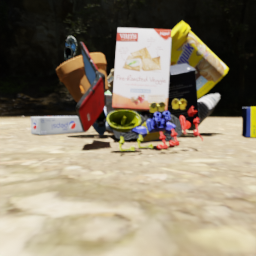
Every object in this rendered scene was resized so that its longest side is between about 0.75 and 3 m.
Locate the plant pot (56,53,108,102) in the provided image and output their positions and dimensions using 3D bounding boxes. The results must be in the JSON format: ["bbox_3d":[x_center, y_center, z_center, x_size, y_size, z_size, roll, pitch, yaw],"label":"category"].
[{"bbox_3d":[-1.475,-1.687,9.883,1.779,1.245,1.779,-21,1,0],"label":"plant pot"}]

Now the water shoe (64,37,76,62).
[{"bbox_3d":[-2.558,-3.523,12.400,0.457,1.280,0.505,1,-13,-1],"label":"water shoe"}]

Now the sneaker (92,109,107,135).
[{"bbox_3d":[-1.019,-0.263,9.763,0.566,1.441,0.643,-15,42,-10],"label":"sneaker"}]

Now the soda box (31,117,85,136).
[{"bbox_3d":[-2.912,-0.111,11.864,0.774,0.719,2.268,3,5,43],"label":"soda box"}]

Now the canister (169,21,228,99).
[{"bbox_3d":[2.370,-2.553,10.978,2.541,1.887,1.100,39,23,-13],"label":"canister"}]

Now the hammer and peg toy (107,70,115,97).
[{"bbox_3d":[-0.478,-1.669,10.792,0.810,1.102,0.388,-34,23,7],"label":"hammer and peg toy"}]

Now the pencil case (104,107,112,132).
[{"bbox_3d":[-0.907,-0.462,13.794,1.308,1.199,2.884,11,0,-21],"label":"pencil case"}]

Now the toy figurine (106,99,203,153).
[{"bbox_3d":[0.542,0.212,7.038,2.271,1.198,1.360,-9,-23,-18],"label":"toy figurine"}]

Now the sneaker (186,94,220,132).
[{"bbox_3d":[2.919,-0.589,11.393,1.015,0.925,2.475,-33,-5,-23],"label":"sneaker"}]

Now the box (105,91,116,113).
[{"bbox_3d":[-0.251,-1.217,11.854,1.402,0.678,1.237,5,-34,3],"label":"box"}]

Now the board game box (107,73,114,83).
[{"bbox_3d":[-0.621,-2.011,12.557,0.208,0.758,1.201,-24,-8,-23],"label":"board game box"}]

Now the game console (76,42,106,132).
[{"bbox_3d":[-1.194,-1.002,7.508,1.100,1.597,1.853,30,-17,7],"label":"game console"}]

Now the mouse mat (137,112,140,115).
[{"bbox_3d":[1.230,-0.348,13.551,2.294,0.086,1.846,-1,35,-7],"label":"mouse mat"}]

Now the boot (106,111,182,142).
[{"bbox_3d":[0.422,-0.179,9.911,2.275,0.906,2.760,3,6,-8],"label":"boot"}]

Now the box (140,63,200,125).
[{"bbox_3d":[1.379,-1.075,10.113,1.998,2.032,1.193,-11,24,0],"label":"box"}]

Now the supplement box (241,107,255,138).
[{"bbox_3d":[5.281,-0.205,10.179,2.029,1.105,1.111,1,4,14],"label":"supplement box"}]

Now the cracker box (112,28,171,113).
[{"bbox_3d":[0.436,-1.784,8.833,1.688,2.520,0.727,3,-4,3],"label":"cracker box"}]
